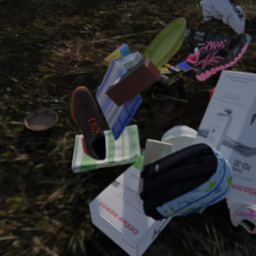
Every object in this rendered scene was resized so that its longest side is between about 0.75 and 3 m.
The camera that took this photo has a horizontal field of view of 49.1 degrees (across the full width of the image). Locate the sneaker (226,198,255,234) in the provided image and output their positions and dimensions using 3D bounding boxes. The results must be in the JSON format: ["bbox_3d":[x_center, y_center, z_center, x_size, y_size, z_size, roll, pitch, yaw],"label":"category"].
[{"bbox_3d":[3.987,2.779,8.343,2.109,0.858,0.930,11,54,13],"label":"sneaker"}]

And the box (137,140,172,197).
[{"bbox_3d":[0.688,1.070,7.208,0.688,1.449,0.563,9,0,9],"label":"box"}]

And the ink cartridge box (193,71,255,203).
[{"bbox_3d":[2.908,0.307,7.231,2.140,2.922,1.209,18,5,-37],"label":"ink cartridge box"}]

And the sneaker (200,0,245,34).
[{"bbox_3d":[3.701,-4.468,11.086,1.289,0.843,2.243,-17,65,12],"label":"sneaker"}]

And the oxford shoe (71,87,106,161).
[{"bbox_3d":[-1.055,-0.085,8.401,0.835,2.345,0.851,-27,29,-27],"label":"oxford shoe"}]

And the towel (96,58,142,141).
[{"bbox_3d":[-0.409,-1.004,9.178,0.290,1.790,2.437,10,36,-32],"label":"towel"}]

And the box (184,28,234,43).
[{"bbox_3d":[3.472,-3.868,12.070,2.158,0.470,1.729,19,22,18],"label":"box"}]

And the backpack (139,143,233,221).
[{"bbox_3d":[1.201,1.022,5.636,1.310,1.703,1.390,31,33,-21],"label":"backpack"}]

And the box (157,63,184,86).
[{"bbox_3d":[1.916,-2.959,14.967,1.357,0.419,1.700,-32,51,-32],"label":"box"}]

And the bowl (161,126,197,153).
[{"bbox_3d":[1.547,0.345,8.201,1.301,1.301,0.585,3,57,3],"label":"bowl"}]

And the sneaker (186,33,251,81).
[{"bbox_3d":[2.979,-2.594,9.694,1.198,2.511,0.992,43,57,-12],"label":"sneaker"}]

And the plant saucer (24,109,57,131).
[{"bbox_3d":[-3.750,-0.296,12.130,1.397,0.241,1.397,1,42,-1],"label":"plant saucer"}]

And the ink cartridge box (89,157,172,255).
[{"bbox_3d":[0.349,2.323,8.579,1.845,1.065,2.536,30,50,29],"label":"ink cartridge box"}]

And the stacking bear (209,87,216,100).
[{"bbox_3d":[4.406,-0.987,12.184,1.469,1.376,2.420,-10,38,-11],"label":"stacking bear"}]

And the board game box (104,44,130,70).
[{"bbox_3d":[-0.414,-2.908,12.199,0.252,0.956,1.249,28,63,36],"label":"board game box"}]

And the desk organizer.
[{"bbox_3d":[0.118,-1.277,7.943,1.553,0.598,0.557,-32,22,32],"label":"desk organizer"}]

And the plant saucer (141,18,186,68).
[{"bbox_3d":[1.485,-3.320,11.494,0.400,2.575,2.575,35,37,-22],"label":"plant saucer"}]

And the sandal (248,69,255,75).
[{"bbox_3d":[4.860,-1.376,8.980,2.238,0.841,0.536,20,17,-2],"label":"sandal"}]

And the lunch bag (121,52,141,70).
[{"bbox_3d":[0.138,-2.695,11.234,0.817,0.315,0.655,-10,43,37],"label":"lunch bag"}]

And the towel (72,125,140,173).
[{"bbox_3d":[-0.833,0.734,10.616,2.523,0.295,1.925,-11,40,5],"label":"towel"}]

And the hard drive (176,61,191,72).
[{"bbox_3d":[3.347,-3.532,15.801,1.072,0.136,0.707,-29,49,-28],"label":"hard drive"}]

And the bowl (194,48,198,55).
[{"bbox_3d":[4.901,-4.060,15.967,1.898,0.710,1.901,-23,47,-23],"label":"bowl"}]

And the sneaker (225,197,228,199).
[{"bbox_3d":[3.663,2.176,9.126,1.343,0.568,0.500,29,48,28],"label":"sneaker"}]

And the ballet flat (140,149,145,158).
[{"bbox_3d":[0.518,1.035,10.457,1.364,0.474,0.474,20,45,32],"label":"ballet flat"}]
